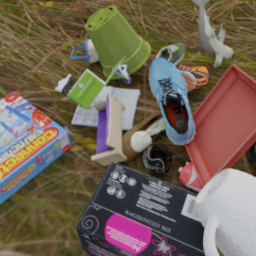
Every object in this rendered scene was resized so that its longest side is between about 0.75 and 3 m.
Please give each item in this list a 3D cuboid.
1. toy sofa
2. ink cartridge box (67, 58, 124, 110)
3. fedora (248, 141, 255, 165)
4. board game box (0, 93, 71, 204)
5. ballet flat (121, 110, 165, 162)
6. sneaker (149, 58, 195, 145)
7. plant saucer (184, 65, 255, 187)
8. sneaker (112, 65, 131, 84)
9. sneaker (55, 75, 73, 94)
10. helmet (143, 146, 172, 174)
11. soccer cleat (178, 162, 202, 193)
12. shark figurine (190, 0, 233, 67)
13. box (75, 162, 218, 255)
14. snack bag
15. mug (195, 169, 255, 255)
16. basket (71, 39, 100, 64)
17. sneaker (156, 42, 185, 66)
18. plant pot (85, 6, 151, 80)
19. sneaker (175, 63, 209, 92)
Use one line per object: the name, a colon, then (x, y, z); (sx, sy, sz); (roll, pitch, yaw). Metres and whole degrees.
toy sofa: (-0.647, 0.030, 8.457); (0.841, 0.991, 2.030); (-19, 53, 24)
ink cartridge box: (-1.057, -1.580, 8.993); (0.752, 1.468, 1.986); (36, 88, -11)
fedora: (4.843, 0.517, 8.061); (2.529, 1.155, 2.529); (-3, 42, 3)
board game box: (-3.696, 0.469, 8.528); (2.713, 0.774, 2.770); (32, 57, 25)
ballet flat: (0.587, 0.183, 8.669); (2.354, 0.798, 0.851); (-39, 16, -32)
sneaker: (1.336, -0.923, 8.237); (1.083, 1.243, 2.764); (-19, 74, 6)
plant saucer: (2.564, -0.087, 7.400); (0.482, 2.624, 2.619); (26, 25, -17)
sneaker: (-0.135, -2.003, 9.983); (0.813, 0.328, 0.469); (42, 71, 17)
sneaker: (-2.442, -1.724, 10.702); (0.421, 0.361, 0.968); (13, 50, 17)
helmet: (0.810, 0.933, 8.125); (0.765, 0.802, 0.802); (16, 50, 28)
soccer cleat: (2.427, 0.962, 8.103); (2.245, 0.749, 0.858); (-36, 47, -21)
shark figurine: (2.907, -3.535, 10.821); (1.294, 3.101, 1.853); (2, 49, 47)
box: (0.509, 2.316, 6.428); (2.795, 1.603, 1.847); (19, 50, 14)
snack bag: (-0.725, -0.754, 9.882); (2.116, 0.226, 1.995); (8, 52, 7)
mug: (2.039, 1.809, 4.893); (1.794, 1.510, 2.046); (44, 46, 8)
basket: (-1.690, -3.118, 11.507); (1.250, 0.869, 1.102); (1, 40, -2)
sneaker: (1.506, -2.643, 10.031); (0.580, 0.776, 1.729); (28, 68, 29)
plant pot: (-0.538, -3.263, 10.406); (2.132, 2.025, 2.132); (-19, 46, 21)
sneaker: (2.086, -2.076, 10.755); (1.309, 0.906, 2.336); (-15, 41, -33)
